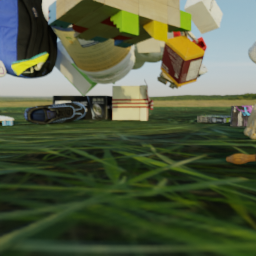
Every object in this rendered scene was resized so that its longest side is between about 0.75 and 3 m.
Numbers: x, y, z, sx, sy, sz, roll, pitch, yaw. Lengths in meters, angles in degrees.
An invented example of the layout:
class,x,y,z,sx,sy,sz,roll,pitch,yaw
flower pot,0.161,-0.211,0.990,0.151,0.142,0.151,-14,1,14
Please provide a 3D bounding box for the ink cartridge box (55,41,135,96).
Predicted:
class,x,y,z,sx,sy,sz,roll,pitch,yaw
ink cartridge box,-1.419,-3.005,11.338,2.824,2.054,1.186,-47,6,-30

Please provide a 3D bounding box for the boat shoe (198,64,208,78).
class,x,y,z,sx,sy,sz,roll,pitch,yaw
boat shoe,2.754,-2.259,11.385,0.641,0.652,1.808,-44,-17,27

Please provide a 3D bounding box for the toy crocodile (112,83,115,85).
class,x,y,z,sx,sy,sz,roll,pitch,yaw
toy crocodile,-0.830,-3.109,13.878,0.641,2.077,0.701,2,40,15

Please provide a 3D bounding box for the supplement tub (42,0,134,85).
class,x,y,z,sx,sy,sz,roll,pitch,yaw
supplement tub,-1.008,-2.926,8.569,2.141,2.141,2.965,2,-28,18

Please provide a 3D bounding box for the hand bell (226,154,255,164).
class,x,y,z,sx,sy,sz,roll,pitch,yaw
hand bell,1.792,0.421,3.913,0.475,0.475,0.912,-4,-6,-36

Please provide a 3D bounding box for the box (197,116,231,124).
class,x,y,z,sx,sy,sz,roll,pitch,yaw
box,3.844,-0.376,12.269,1.004,0.278,1.254,-6,8,-42

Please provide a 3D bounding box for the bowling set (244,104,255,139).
class,x,y,z,sx,sy,sz,roll,pitch,yaw
bowling set,3.498,-0.004,6.687,1.132,0.873,1.626,21,10,15

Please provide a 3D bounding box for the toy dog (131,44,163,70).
class,x,y,z,sx,sy,sz,roll,pitch,yaw
toy dog,0.694,-3.526,12.670,2.447,2.372,1.707,-18,29,55

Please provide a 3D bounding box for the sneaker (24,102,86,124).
class,x,y,z,sx,sy,sz,roll,pitch,yaw
sneaker,-2.942,-0.561,11.565,2.565,0.900,0.999,-9,12,-20

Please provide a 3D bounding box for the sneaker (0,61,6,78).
class,x,y,z,sx,sy,sz,roll,pitch,yaw
sneaker,-4.150,-1.809,8.330,1.341,0.502,0.668,29,-32,11

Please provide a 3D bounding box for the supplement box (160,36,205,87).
class,x,y,z,sx,sy,sz,roll,pitch,yaw
supplement box,1.675,-2.108,8.862,0.738,1.112,1.097,-19,51,-22

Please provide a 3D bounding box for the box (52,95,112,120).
class,x,y,z,sx,sy,sz,roll,pitch,yaw
box,-2.240,-1.095,14.807,2.805,1.208,2.297,1,5,7

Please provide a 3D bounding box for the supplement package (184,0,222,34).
class,x,y,z,sx,sy,sz,roll,pitch,yaw
supplement package,2.108,-3.240,7.809,0.586,0.584,1.000,-7,-36,46

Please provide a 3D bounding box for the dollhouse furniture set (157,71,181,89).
class,x,y,z,sx,sy,sz,roll,pitch,yaw
dollhouse furniture set,2.019,-2.449,12.529,1.211,1.038,1.274,31,0,14

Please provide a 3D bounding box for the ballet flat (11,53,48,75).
class,x,y,z,sx,sy,sz,roll,pitch,yaw
ballet flat,-2.386,-1.565,6.936,0.355,0.356,1.063,-3,23,40

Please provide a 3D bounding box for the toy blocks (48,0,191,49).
class,x,y,z,sx,sy,sz,roll,pitch,yaw
toy blocks,-0.401,-2.261,5.514,2.783,1.391,1.902,0,0,-38

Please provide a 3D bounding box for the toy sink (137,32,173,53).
class,x,y,z,sx,sy,sz,roll,pitch,yaw
toy sink,0.881,-3.470,9.611,1.047,1.607,0.900,11,31,42

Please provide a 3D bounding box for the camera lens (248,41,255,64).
class,x,y,z,sx,sy,sz,roll,pitch,yaw
camera lens,4.892,-2.829,9.866,0.913,0.913,1.142,-1,-26,-15

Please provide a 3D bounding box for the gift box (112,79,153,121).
class,x,y,z,sx,sy,sz,roll,pitch,yaw
gift box,0.245,-1.366,13.697,1.934,2.072,1.911,2,11,3

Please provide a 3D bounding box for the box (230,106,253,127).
class,x,y,z,sx,sy,sz,roll,pitch,yaw
box,4.268,-0.424,10.180,1.083,0.774,0.196,-1,6,-6

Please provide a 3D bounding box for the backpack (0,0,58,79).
class,x,y,z,sx,sy,sz,roll,pitch,yaw
backpack,-3.514,-3.056,9.171,2.331,2.777,2.257,11,17,25

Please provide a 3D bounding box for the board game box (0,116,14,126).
class,x,y,z,sx,sy,sz,roll,pitch,yaw
board game box,-5.776,-0.246,10.951,2.071,0.268,2.071,-4,7,-34

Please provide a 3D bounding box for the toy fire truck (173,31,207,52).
class,x,y,z,sx,sy,sz,roll,pitch,yaw
toy fire truck,2.092,-3.376,10.505,0.490,2.011,1.418,-26,-14,-6
